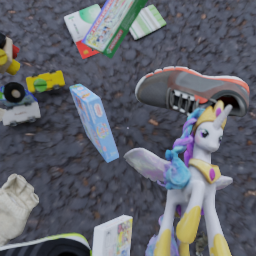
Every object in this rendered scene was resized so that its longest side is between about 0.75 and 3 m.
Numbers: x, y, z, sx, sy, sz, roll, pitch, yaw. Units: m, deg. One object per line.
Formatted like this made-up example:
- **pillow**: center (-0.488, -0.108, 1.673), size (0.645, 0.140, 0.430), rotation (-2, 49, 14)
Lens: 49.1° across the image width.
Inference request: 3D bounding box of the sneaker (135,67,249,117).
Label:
- **sneaker**: center (1.466, -0.725, 6.528), size (2.711, 1.045, 1.110), rotation (2, 38, 11)

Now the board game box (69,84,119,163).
- **board game box**: center (-0.804, -0.186, 6.296), size (0.330, 1.803, 1.364), rotation (-22, 114, -13)

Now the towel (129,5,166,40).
- **towel**: center (0.555, -3.569, 9.486), size (1.214, 0.186, 0.906), rotation (-28, 79, -9)

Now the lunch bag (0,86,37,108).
- **lunch bag**: center (-3.287, -0.929, 8.458), size (0.885, 0.752, 0.564), rotation (2, 76, 1)

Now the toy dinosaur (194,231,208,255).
- **toy dinosaur**: center (2.038, 3.093, 7.668), size (0.806, 0.310, 0.412), rotation (-43, 91, -16)

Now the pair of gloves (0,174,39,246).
- **pair of gloves**: center (-2.762, 1.282, 5.284), size (2.118, 0.371, 1.801), rotation (46, 104, 13)

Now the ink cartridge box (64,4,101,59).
- **ink cartridge box**: center (-1.265, -3.205, 9.275), size (1.229, 0.382, 1.527), rotation (-24, 75, -6)

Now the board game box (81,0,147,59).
- **board game box**: center (-0.215, -2.529, 6.152), size (1.915, 0.279, 1.289), rotation (-57, 38, 5)

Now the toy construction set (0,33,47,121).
- **toy construction set**: center (-3.297, -1.276, 5.759), size (2.412, 2.222, 2.892), rotation (-38, 120, -14)

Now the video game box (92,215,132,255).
- **video game box**: center (-0.225, 1.750, 3.999), size (0.196, 0.763, 0.837), rotation (5, 89, 33)

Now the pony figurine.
- **pony figurine**: center (1.095, 1.164, 5.229), size (2.333, 2.704, 2.802), rotation (18, 60, -7)

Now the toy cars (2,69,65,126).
- **toy cars**: center (-2.866, -0.893, 8.593), size (1.035, 0.511, 2.308), rotation (35, 82, 0)

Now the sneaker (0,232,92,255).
- **sneaker**: center (-1.613, 2.280, 4.415), size (2.308, 0.956, 0.828), rotation (-16, 97, -22)
